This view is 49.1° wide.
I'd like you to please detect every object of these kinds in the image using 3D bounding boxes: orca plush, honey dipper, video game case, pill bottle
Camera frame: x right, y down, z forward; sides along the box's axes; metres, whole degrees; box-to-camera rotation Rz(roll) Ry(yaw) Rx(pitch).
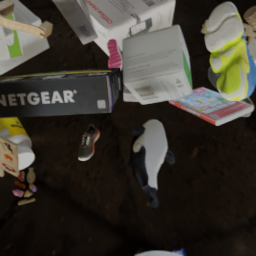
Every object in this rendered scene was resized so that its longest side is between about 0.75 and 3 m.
[{"bbox_3d":[0.300,0.612,4.908,0.954,0.644,1.813,25,40,-29],"label":"orca plush"},{"bbox_3d":[3.907,-2.437,7.646,2.098,0.398,0.398,35,55,-26],"label":"honey dipper"},{"bbox_3d":[1.836,-0.534,6.371,1.098,0.134,1.536,-20,31,-25],"label":"video game case"},{"bbox_3d":[-3.245,0.306,7.623,0.946,0.946,1.683,-31,63,-18],"label":"pill bottle"}]

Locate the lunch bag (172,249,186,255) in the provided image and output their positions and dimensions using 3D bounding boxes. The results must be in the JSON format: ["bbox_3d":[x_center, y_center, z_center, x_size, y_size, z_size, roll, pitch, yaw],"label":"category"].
[{"bbox_3d":[1.041,3.414,5.923,0.955,0.597,1.268,-24,70,-18],"label":"lunch bag"}]

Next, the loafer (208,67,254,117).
[{"bbox_3d":[3.293,-1.257,8.713,0.726,0.784,2.086,-21,59,-8],"label":"loafer"}]

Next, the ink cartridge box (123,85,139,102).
[{"bbox_3d":[0.243,-1.343,8.983,0.737,0.419,1.012,4,58,3],"label":"ink cartridge box"}]

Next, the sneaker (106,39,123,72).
[{"bbox_3d":[-0.333,-1.935,7.909,0.410,0.486,1.111,-14,72,13],"label":"sneaker"}]

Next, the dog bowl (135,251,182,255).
[{"bbox_3d":[0.684,3.860,5.030,2.989,0.877,2.989,1,70,-3],"label":"dog bowl"}]

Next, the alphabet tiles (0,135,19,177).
[{"bbox_3d":[-2.321,0.094,4.036,1.696,1.418,0.064,27,48,2],"label":"alphabet tiles"}]

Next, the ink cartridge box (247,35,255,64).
[{"bbox_3d":[2.899,-1.571,6.224,0.536,0.834,0.522,19,32,-29],"label":"ink cartridge box"}]

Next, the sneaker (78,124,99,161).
[{"bbox_3d":[-0.797,0.251,5.316,0.304,0.323,0.788,-1,48,18],"label":"sneaker"}]

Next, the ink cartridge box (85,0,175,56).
[{"bbox_3d":[-0.113,-4.218,10.327,2.936,1.233,2.136,-31,63,-18],"label":"ink cartridge box"}]

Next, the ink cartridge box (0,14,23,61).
[{"bbox_3d":[-3.853,-2.344,7.246,1.827,1.350,0.692,-25,36,-32],"label":"ink cartridge box"}]

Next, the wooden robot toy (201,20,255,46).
[{"bbox_3d":[3.988,-3.288,10.102,2.788,1.228,1.265,6,22,4],"label":"wooden robot toy"}]

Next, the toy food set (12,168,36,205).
[{"bbox_3d":[-2.728,1.502,7.331,0.595,0.147,0.936,-15,59,-9],"label":"toy food set"}]

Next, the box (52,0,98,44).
[{"bbox_3d":[-1.637,-3.769,6.797,0.519,2.060,2.854,-23,74,6],"label":"box"}]

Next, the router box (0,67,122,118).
[{"bbox_3d":[-1.335,-0.704,5.222,2.304,0.602,1.812,-2,16,6],"label":"router box"}]

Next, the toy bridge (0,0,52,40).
[{"bbox_3d":[-1.970,-1.816,4.343,1.509,0.205,0.507,29,44,-5],"label":"toy bridge"}]

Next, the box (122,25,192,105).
[{"bbox_3d":[0.677,-1.332,6.266,1.303,1.296,1.116,-9,71,19],"label":"box"}]

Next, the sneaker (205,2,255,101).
[{"bbox_3d":[1.634,-1.125,4.370,0.573,0.794,1.512,-8,80,42],"label":"sneaker"}]

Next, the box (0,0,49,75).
[{"bbox_3d":[-4.297,-3.122,9.621,2.347,1.248,1.787,-37,64,-21],"label":"box"}]
